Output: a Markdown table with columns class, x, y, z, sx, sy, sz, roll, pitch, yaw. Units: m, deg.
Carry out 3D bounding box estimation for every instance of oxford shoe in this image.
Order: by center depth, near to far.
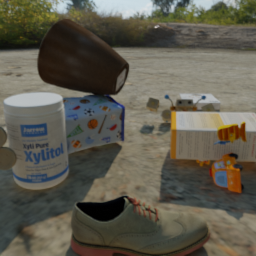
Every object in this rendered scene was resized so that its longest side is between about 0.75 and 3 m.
| class | x | y | z | sx | sy | sz | roll | pitch | yaw |
| --- | --- | --- | --- | --- | --- | --- | --- | --- | --- |
| oxford shoe | 0.257 | 1.858 | 5.424 | 2.782 | 1.040 | 0.980 | -2 | 21 | -5 |

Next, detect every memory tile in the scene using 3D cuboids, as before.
| class | x | y | z | sx | sy | sz | roll | pitch | yaw |
| --- | --- | --- | --- | --- | --- | --- | --- | --- | --- |
| memory tile | -3.857 | 0.504 | 6.523 | 2.198 | 1.685 | 0.185 | -22 | 9 | 1 |

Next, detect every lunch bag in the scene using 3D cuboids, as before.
| class | x | y | z | sx | sy | sz | roll | pitch | yaw |
| --- | --- | --- | --- | --- | --- | --- | --- | --- | --- |
| lunch bag | -1.737 | -0.389 | 10.365 | 2.374 | 1.729 | 2.792 | -12 | 32 | -27 |

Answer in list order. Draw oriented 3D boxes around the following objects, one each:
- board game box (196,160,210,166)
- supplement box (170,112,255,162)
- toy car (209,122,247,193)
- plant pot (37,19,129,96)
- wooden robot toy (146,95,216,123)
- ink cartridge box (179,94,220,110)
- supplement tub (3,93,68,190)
| class | x | y | z | sx | sy | sz | roll | pitch | yaw |
| --- | --- | --- | --- | --- | --- | --- | --- | --- | --- |
| board game box | 2.860 | 0.607 | 9.736 | 2.095 | 0.271 | 2.095 | -7 | 22 | -17 |
| supplement box | 2.743 | 0.228 | 8.869 | 2.786 | 1.024 | 1.756 | 1 | 21 | 9 |
| toy car | 2.462 | 0.609 | 7.185 | 0.836 | 2.511 | 1.232 | -7 | 37 | 13 |
| plant pot | -1.402 | -2.256 | 10.157 | 2.665 | 2.491 | 2.491 | 25 | 27 | 11 |
| wooden robot toy | 2.293 | -0.650 | 12.441 | 2.953 | 1.301 | 1.340 | 2 | -14 | 6 |
| ink cartridge box | 3.683 | -1.386 | 14.684 | 1.824 | 0.408 | 1.607 | 0 | 22 | -1 |
| supplement tub | -2.445 | 0.328 | 7.609 | 1.527 | 2.314 | 1.527 | 0 | 21 | 0 |
